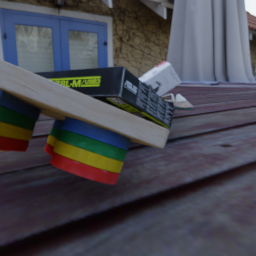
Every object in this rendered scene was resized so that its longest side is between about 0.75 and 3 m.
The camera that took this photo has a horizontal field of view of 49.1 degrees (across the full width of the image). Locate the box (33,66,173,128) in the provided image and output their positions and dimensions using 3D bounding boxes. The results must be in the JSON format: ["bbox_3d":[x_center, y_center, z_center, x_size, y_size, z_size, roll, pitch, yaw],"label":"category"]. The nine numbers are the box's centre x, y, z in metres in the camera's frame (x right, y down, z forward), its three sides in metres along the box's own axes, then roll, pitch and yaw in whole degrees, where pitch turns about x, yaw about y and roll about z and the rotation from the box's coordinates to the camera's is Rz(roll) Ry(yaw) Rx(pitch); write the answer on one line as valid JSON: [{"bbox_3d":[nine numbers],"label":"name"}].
[{"bbox_3d":[-0.667,-0.600,6.763,2.774,0.682,2.872,0,-12,29],"label":"box"}]

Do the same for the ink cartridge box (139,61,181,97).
[{"bbox_3d":[0.785,-1.455,9.687,1.810,0.750,1.328,-33,16,10],"label":"ink cartridge box"}]

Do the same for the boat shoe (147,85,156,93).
[{"bbox_3d":[-0.058,-0.749,8.801,2.169,0.618,0.725,-17,0,31],"label":"boat shoe"}]

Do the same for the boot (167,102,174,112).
[{"bbox_3d":[1.135,-0.748,10.623,1.254,0.566,1.531,5,12,-4],"label":"boot"}]

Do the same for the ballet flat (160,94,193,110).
[{"bbox_3d":[2.056,-1.189,12.497,1.823,0.613,0.621,9,14,36],"label":"ballet flat"}]

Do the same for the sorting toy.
[{"bbox_3d":[-1.295,-0.046,3.960,2.664,0.927,2.648,22,-6,-25],"label":"sorting toy"}]
